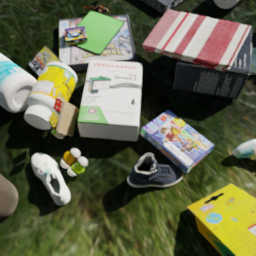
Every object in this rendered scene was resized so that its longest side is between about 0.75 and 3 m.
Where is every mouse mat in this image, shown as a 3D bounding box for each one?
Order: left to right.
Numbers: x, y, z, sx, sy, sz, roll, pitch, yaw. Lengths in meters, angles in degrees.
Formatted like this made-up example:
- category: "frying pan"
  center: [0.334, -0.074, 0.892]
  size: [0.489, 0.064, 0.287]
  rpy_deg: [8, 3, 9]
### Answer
- category: "mouse mat"
  center: [-1.297, -3.774, 10.976]
  size: [1.664, 0.078, 2.068]
  rpy_deg: [24, 62, 14]

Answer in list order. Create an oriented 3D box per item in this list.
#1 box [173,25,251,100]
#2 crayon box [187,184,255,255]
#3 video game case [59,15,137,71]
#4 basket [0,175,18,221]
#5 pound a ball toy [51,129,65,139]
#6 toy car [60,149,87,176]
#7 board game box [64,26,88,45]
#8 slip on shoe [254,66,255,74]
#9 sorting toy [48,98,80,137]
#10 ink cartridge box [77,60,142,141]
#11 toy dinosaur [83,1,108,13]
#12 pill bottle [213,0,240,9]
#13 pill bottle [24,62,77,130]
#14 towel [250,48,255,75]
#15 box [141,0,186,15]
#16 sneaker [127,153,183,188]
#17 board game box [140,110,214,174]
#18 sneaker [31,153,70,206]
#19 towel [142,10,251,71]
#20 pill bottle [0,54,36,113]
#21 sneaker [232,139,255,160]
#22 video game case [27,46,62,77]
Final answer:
- category: "box"
  center: [2.908, -2.435, 9.767]
  size: [2.262, 1.426, 2.301]
  rpy_deg: [12, 60, 8]
- category: "crayon box"
  center: [2.773, 2.433, 6.837]
  size: [1.585, 0.634, 2.496]
  rpy_deg: [-23, 22, -12]
- category: "video game case"
  center: [-1.263, -3.388, 11.004]
  size: [2.887, 0.368, 2.609]
  rpy_deg: [-6, 59, -4]
- category: "basket"
  center: [-3.686, 1.716, 6.924]
  size: [1.341, 1.971, 1.777]
  rpy_deg: [27, 73, 13]
- category: "pound a ball toy"
  center: [-2.089, -0.101, 9.072]
  size: [0.598, 0.389, 0.916]
  rpy_deg: [4, 56, 46]
- category: "toy car"
  center: [-1.548, 1.004, 8.253]
  size: [0.659, 0.565, 0.754]
  rpy_deg: [-44, 84, 10]
- category: "board game box"
  center: [-1.994, -3.533, 10.670]
  size: [0.817, 0.232, 0.675]
  rpy_deg: [-11, 62, -5]
- category: "slip on shoe"
  center: [4.596, -2.208, 9.483]
  size: [0.277, 0.905, 0.335]
  rpy_deg: [11, 37, -11]
- category: "sorting toy"
  center: [-1.937, -0.278, 8.376]
  size: [0.324, 1.918, 0.925]
  rpy_deg: [8, 83, 15]
- category: "ink cartridge box"
  center: [-0.517, -0.937, 9.106]
  size: [1.838, 1.061, 2.516]
  rpy_deg: [4, 60, 0]
- category: "toy dinosaur"
  center: [-1.389, -5.029, 11.899]
  size: [0.996, 0.676, 0.509]
  rpy_deg: [-13, 100, 8]
- category: "pill bottle"
  center: [4.774, -6.269, 12.174]
  size: [1.269, 1.269, 2.221]
  rpy_deg: [39, 67, 21]
- category: "pill bottle"
  center: [-2.525, -1.023, 9.068]
  size: [1.163, 1.163, 2.062]
  rpy_deg: [13, 59, 7]
- category: "towel"
  center: [4.821, -2.508, 10.503]
  size: [1.076, 0.303, 1.257]
  rpy_deg: [0, 59, 1]
- category: "box"
  center: [1.412, -6.194, 12.581]
  size: [1.828, 0.497, 2.282]
  rpy_deg: [-39, 67, -21]
- category: "sneaker"
  center: [0.879, 1.175, 7.757]
  size: [1.682, 1.215, 0.639]
  rpy_deg: [-6, 57, -13]
- category: "board game box"
  center: [1.488, 0.363, 8.625]
  size: [1.277, 0.325, 1.886]
  rpy_deg: [-34, 62, -29]
- category: "sneaker"
  center: [-2.231, 1.314, 7.941]
  size: [0.674, 0.792, 1.791]
  rpy_deg: [-34, 65, -18]
- category: "towel"
  center: [2.195, -2.932, 9.151]
  size: [2.920, 0.332, 2.103]
  rpy_deg: [22, 62, 23]
- category: "pill bottle"
  center: [-4.296, -1.667, 9.392]
  size: [2.459, 1.362, 1.362]
  rpy_deg: [35, 65, 20]
- category: "sneaker"
  center: [4.043, 0.893, 8.282]
  size: [1.665, 0.662, 1.087]
  rpy_deg: [-12, 61, -4]
- category: "video game case"
  center: [-3.073, -2.372, 10.281]
  size: [0.996, 0.141, 1.102]
  rpy_deg: [-46, 63, 1]
